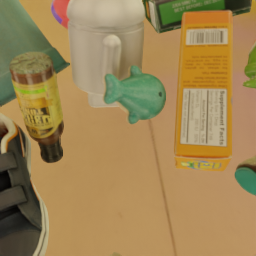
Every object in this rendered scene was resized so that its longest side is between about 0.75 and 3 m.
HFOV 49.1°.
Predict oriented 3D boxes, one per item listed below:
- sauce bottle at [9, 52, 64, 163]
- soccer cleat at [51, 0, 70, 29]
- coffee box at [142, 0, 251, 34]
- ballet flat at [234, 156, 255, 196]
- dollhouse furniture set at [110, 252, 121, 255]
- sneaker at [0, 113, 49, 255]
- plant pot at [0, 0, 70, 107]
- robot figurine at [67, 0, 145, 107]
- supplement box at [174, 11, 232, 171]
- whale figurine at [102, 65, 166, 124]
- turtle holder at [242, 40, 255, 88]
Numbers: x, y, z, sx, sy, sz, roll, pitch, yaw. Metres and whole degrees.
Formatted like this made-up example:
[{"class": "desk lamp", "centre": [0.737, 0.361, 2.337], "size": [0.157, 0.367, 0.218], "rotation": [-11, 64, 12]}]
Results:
[{"class": "sauce bottle", "centre": [-1.568, -0.237, 5.199], "size": [0.725, 2.240, 0.725], "rotation": [0, 42, 0]}, {"class": "soccer cleat", "centre": [-0.869, -2.470, 6.760], "size": [2.653, 1.014, 0.885], "rotation": [-16, 90, -53]}, {"class": "coffee box", "centre": [1.211, -2.687, 5.940], "size": [1.701, 0.609, 2.767], "rotation": [-12, 27, 5]}, {"class": "ballet flat", "centre": [2.137, 0.610, 3.986], "size": [0.636, 2.040, 0.688], "rotation": [-36, 77, -5]}, {"class": "dollhouse furniture set", "centre": [0.046, 2.259, 3.781], "size": [1.083, 0.924, 0.529], "rotation": [6, 34, 24]}, {"class": "sneaker", "centre": [-2.128, 0.914, 4.595], "size": [1.114, 1.128, 2.841], "rotation": [-25, 52, -4]}, {"class": "plant pot", "centre": [-2.510, -1.660, 5.783], "size": [1.921, 1.882, 1.921], "rotation": [-26, 19, 10]}, {"class": "robot figurine", "centre": [-0.386, -1.512, 5.033], "size": [1.313, 2.325, 1.972], "rotation": [-5, 37, -10]}, {"class": "supplement box", "centre": [1.149, -0.583, 4.304], "size": [0.824, 0.797, 2.395], "rotation": [5, 71, 13]}, {"class": "whale figurine", "centre": [0.133, -0.514, 4.242], "size": [0.597, 1.150, 0.915], "rotation": [0, 84, 42]}, {"class": "turtle holder", "centre": [3.051, -1.202, 4.568], "size": [1.588, 1.484, 2.090], "rotation": [10, 7, -27]}]
